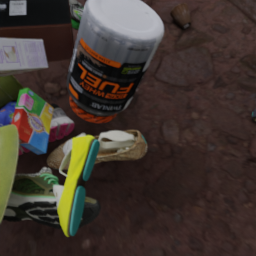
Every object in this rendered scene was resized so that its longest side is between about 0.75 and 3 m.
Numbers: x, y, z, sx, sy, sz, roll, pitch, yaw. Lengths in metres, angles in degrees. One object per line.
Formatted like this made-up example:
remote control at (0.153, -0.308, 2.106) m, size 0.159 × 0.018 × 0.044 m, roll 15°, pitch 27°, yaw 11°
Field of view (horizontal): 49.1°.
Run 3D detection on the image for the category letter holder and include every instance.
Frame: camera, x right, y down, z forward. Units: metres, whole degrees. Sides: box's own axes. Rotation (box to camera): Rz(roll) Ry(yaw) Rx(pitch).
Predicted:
letter holder at (-2.643, -2.692, 7.928) m, size 2.119 × 1.506 × 1.066 m, roll -7°, pitch 64°, yaw -9°

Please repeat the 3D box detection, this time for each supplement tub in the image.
supplement tub at (-0.469, -1.492, 6.669) m, size 1.741 × 2.843 × 1.741 m, roll 12°, pitch 49°, yaw -14°

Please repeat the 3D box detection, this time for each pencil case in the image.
pencil case at (-4.045, -0.111, 8.664) m, size 1.837 × 0.798 × 0.717 m, roll -38°, pitch 33°, yaw -23°

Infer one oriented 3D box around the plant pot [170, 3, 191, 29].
plant pot at (2.301, -4.636, 11.819) m, size 0.786 × 0.786 × 0.841 m, roll -18°, pitch 74°, yaw -12°

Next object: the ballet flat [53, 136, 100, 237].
ballet flat at (-0.828, 0.805, 4.163) m, size 0.498 × 0.497 × 1.487 m, roll 9°, pitch 70°, yaw 11°

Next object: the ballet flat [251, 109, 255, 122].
ballet flat at (4.606, -0.079, 8.804) m, size 1.543 × 0.564 × 0.564 m, roll 34°, pitch 62°, yaw 27°

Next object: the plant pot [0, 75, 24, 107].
plant pot at (-4.663, -1.233, 8.872) m, size 2.051 × 2.160 × 2.160 m, roll -43°, pitch 65°, yaw -10°

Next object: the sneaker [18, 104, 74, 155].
sneaker at (-3.069, -0.025, 8.507) m, size 2.677 × 0.987 × 1.171 m, roll -19°, pitch 58°, yaw -18°

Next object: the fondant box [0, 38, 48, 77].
fondant box at (-3.141, -1.400, 5.823) m, size 1.680 × 0.678 × 2.328 m, roll -2°, pitch 13°, yaw 32°

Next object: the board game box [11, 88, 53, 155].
board game box at (-1.980, -0.123, 5.816) m, size 0.227 × 0.861 × 1.125 m, roll -11°, pitch 60°, yaw 22°

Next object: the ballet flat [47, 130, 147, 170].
ballet flat at (-0.758, 0.418, 6.555) m, size 2.404 × 0.785 × 0.848 m, roll -9°, pitch 47°, yaw -5°

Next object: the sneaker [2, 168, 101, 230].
sneaker at (-1.542, 1.110, 5.057) m, size 2.355 × 0.906 × 1.044 m, roll 2°, pitch 45°, yaw 19°

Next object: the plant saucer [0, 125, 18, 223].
plant saucer at (-2.255, 0.921, 4.326) m, size 0.329 × 2.119 × 2.119 m, roll 19°, pitch 48°, yaw -34°

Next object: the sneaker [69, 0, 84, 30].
sneaker at (-1.195, -3.383, 8.422) m, size 2.240 × 0.954 × 0.874 m, roll 40°, pitch 51°, yaw 10°
